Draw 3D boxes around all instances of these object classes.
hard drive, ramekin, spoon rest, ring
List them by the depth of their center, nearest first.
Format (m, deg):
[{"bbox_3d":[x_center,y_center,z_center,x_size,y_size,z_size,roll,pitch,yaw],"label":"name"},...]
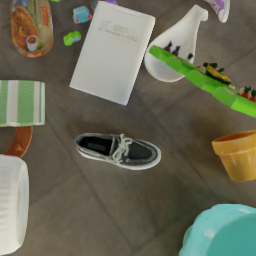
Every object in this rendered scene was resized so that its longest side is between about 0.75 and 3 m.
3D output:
[{"bbox_3d":[-3.126,1.812,6.687,1.197,2.570,2.570,1,75,-12],"label":"ramekin"},{"bbox_3d":[-4.126,0.128,8.116,2.580,0.248,2.580,1,72,-4],"label":"ring"},{"bbox_3d":[-0.472,-2.257,8.477,1.797,0.345,2.723,19,90,5],"label":"hard drive"},{"bbox_3d":[1.604,-2.703,8.662,1.448,0.883,2.914,31,76,8],"label":"spoon rest"}]

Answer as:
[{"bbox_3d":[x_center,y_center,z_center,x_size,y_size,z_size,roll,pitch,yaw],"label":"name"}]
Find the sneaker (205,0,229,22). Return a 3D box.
[{"bbox_3d":[2.835,-4.138,9.254,0.891,0.566,1.562,1,67,6],"label":"sneaker"}]

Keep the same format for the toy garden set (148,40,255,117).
[{"bbox_3d":[1.863,-1.007,5.708,2.456,2.048,0.490,48,118,44],"label":"toy garden set"}]

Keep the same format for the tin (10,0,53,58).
[{"bbox_3d":[-3.089,-3.341,9.065,1.264,0.472,2.257,-9,75,2],"label":"tin"}]

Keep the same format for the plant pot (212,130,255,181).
[{"bbox_3d":[3.073,0.783,7.632,1.259,1.259,1.153,-16,91,-4],"label":"plant pot"}]

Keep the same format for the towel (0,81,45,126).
[{"bbox_3d":[-3.505,-0.718,8.329,1.981,0.232,1.511,-3,72,-7],"label":"towel"}]

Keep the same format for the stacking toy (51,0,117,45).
[{"bbox_3d":[-1.096,-3.827,9.155,2.542,0.597,1.916,-17,74,-2],"label":"stacking toy"}]

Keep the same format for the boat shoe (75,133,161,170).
[{"bbox_3d":[-0.273,0.568,7.810,2.424,0.828,0.895,14,76,4],"label":"boat shoe"}]

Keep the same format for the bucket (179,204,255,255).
[{"bbox_3d":[2.785,3.274,6.511,3.040,1.978,3.040,0,76,1],"label":"bucket"}]
